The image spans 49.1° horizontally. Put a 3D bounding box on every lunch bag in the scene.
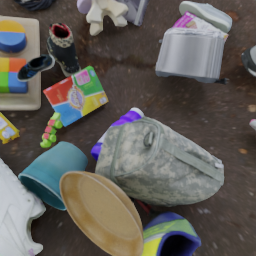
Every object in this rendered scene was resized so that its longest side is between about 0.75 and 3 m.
[{"bbox_3d":[0.653,0.709,5.477,2.017,1.691,1.405,30,65,-31],"label":"lunch bag"}]

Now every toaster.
[{"bbox_3d":[1.590,-1.754,6.821,1.815,1.031,1.172,13,107,22],"label":"toaster"}]

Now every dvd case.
[{"bbox_3d":[-0.303,-3.842,7.735,1.897,1.410,0.151,27,48,6],"label":"dvd case"}]

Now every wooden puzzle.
[{"bbox_3d":[-3.608,-1.806,6.973,2.685,0.671,2.899,-1,69,-17],"label":"wooden puzzle"}]

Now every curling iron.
[{"bbox_3d":[0.412,1.867,6.165,1.516,0.194,0.376,39,63,3],"label":"curling iron"}]

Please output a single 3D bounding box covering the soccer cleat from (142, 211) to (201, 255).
[{"bbox_3d":[0.144,2.857,5.105,3.001,1.255,0.970,-48,115,-12],"label":"soccer cleat"}]

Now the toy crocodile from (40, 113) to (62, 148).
[{"bbox_3d":[-1.742,0.045,6.328,0.293,0.268,0.867,9,72,28],"label":"toy crocodile"}]

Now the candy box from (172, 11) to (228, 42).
[{"bbox_3d":[1.904,-2.519,7.784,1.369,0.418,0.934,36,73,13],"label":"candy box"}]

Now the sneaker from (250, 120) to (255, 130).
[{"bbox_3d":[3.264,0.343,6.566,0.546,0.503,1.237,-42,79,13],"label":"sneaker"}]

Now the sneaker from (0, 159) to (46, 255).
[{"bbox_3d":[-2.618,1.438,6.036,1.468,1.103,2.947,-12,75,-16],"label":"sneaker"}]

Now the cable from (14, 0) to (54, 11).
[{"bbox_3d":[-2.740,-4.411,8.497,1.504,0.468,1.843,23,70,8],"label":"cable"}]

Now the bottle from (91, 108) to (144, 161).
[{"bbox_3d":[-0.188,0.173,6.618,0.653,0.511,1.564,11,53,41],"label":"bottle"}]

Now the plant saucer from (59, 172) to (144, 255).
[{"bbox_3d":[-0.430,1.485,4.965,1.915,1.915,0.339,39,48,14],"label":"plant saucer"}]

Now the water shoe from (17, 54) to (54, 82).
[{"bbox_3d":[-2.236,-1.427,6.487,1.074,0.424,0.384,-24,82,17],"label":"water shoe"}]

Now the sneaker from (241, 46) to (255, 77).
[{"bbox_3d":[4.070,-1.901,7.113,2.511,0.995,0.928,-8,70,-10],"label":"sneaker"}]

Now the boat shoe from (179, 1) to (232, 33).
[{"bbox_3d":[2.240,-3.237,8.040,1.565,0.546,0.558,30,65,7],"label":"boat shoe"}]

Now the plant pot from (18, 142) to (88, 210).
[{"bbox_3d":[-1.503,0.957,6.088,1.206,1.206,1.133,28,58,10],"label":"plant pot"}]

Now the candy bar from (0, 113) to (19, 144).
[{"bbox_3d":[-3.026,-0.403,5.824,1.820,0.202,0.454,46,52,-3],"label":"candy bar"}]

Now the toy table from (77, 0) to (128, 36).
[{"bbox_3d":[-0.657,-3.181,7.501,1.375,1.496,0.876,-17,88,-36],"label":"toy table"}]

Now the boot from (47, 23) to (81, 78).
[{"bbox_3d":[-1.702,-2.163,7.028,0.585,1.223,1.619,-26,59,-15],"label":"boot"}]

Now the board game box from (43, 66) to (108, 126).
[{"bbox_3d":[-1.235,-0.766,6.799,1.269,0.971,0.256,-33,28,-14],"label":"board game box"}]
